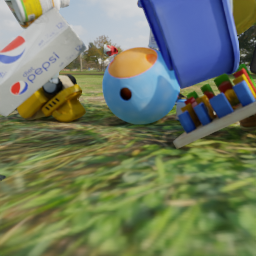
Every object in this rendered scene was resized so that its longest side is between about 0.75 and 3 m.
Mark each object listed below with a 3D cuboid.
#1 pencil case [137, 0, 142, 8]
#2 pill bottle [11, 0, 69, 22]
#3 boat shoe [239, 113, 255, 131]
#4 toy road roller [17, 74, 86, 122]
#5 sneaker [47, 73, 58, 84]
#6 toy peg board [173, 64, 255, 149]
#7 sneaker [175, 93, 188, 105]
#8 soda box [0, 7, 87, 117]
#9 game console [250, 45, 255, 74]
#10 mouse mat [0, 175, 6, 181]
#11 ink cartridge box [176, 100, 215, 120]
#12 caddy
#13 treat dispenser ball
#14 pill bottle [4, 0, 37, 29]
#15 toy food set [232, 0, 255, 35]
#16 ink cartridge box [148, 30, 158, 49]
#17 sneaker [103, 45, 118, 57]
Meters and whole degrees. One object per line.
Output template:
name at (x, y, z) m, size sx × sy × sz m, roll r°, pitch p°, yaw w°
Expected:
pencil case at (0.552, -4.404, 9.929) m, size 0.303 × 0.337 × 0.776 m, roll 18°, pitch 21°, yaw -23°
pill bottle at (-2.338, -3.398, 7.510) m, size 1.390 × 0.772 × 0.772 m, roll -25°, pitch 22°, yaw -22°
boat shoe at (3.758, -0.431, 7.799) m, size 0.904 × 0.854 × 2.512 m, roll -25°, pitch 1°, yaw -2°
toy road roller at (-2.635, -0.797, 10.188) m, size 2.303 × 1.681 × 1.415 m, roll -35°, pitch -1°, yaw 22°
sneaker at (-2.409, -1.536, 7.757) m, size 0.986 × 0.400 × 0.370 m, roll 16°, pitch 8°, yaw -10°
toy peg board at (2.210, -0.659, 6.974) m, size 2.212 × 1.082 × 2.203 m, roll -30°, pitch -3°, yaw 32°
sneaker at (2.516, -1.710, 14.803) m, size 0.654 × 0.842 × 1.870 m, roll -8°, pitch 14°, yaw -31°
soda box at (-1.784, -1.144, 4.990) m, size 0.639 × 2.013 × 0.687 m, roll 52°, pitch 3°, yaw 25°
game console at (3.865, -2.059, 7.313) m, size 0.963 × 1.654 × 1.455 m, roll 16°, pitch 6°, yaw 23°
mouse mat at (-2.831, 0.976, 4.367) m, size 1.189 × 0.056 × 1.478 m, roll 2°, pitch 13°, yaw 10°
ink cartridge box at (2.791, -0.642, 10.112) m, size 1.782 × 0.751 × 1.301 m, roll -12°, pitch 17°, yaw -42°
caddy at (1.201, -2.242, 5.343) m, size 1.558 × 2.968 × 2.098 m, roll -23°, pitch 34°, yaw 8°
treat dispenser ball at (0.428, -1.423, 9.586) m, size 2.608 × 2.608 × 2.608 m, roll 0°, pitch 12°, yaw 0°
pill bottle at (-3.069, -3.652, 8.083) m, size 0.824 × 1.416 × 0.824 m, roll -8°, pitch 54°, yaw 11°
toy food set at (3.531, -3.713, 8.449) m, size 0.848 × 1.527 × 2.595 m, roll -19°, pitch 1°, yaw -6°
ink cartridge box at (1.692, -3.513, 8.438) m, size 0.525 × 2.422 × 2.378 m, roll -17°, pitch 30°, yaw -38°
sneaker at (-0.656, -3.114, 11.407) m, size 0.512 × 0.465 × 1.207 m, roll 8°, pitch 15°, yaw 8°
